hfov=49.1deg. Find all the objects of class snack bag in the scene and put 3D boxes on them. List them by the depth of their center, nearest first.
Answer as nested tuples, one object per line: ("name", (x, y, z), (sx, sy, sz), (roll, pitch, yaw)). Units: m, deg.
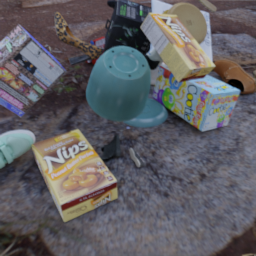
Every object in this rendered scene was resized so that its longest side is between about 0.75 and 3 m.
("snack bag", (1.997, -3.543, 10.467), (2.634, 0.282, 2.483), (8, 74, -21))

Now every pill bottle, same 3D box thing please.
("pill bottle", (1.145, -3.237, 14.353), (1.302, 1.302, 2.238), (-4, 36, -5))

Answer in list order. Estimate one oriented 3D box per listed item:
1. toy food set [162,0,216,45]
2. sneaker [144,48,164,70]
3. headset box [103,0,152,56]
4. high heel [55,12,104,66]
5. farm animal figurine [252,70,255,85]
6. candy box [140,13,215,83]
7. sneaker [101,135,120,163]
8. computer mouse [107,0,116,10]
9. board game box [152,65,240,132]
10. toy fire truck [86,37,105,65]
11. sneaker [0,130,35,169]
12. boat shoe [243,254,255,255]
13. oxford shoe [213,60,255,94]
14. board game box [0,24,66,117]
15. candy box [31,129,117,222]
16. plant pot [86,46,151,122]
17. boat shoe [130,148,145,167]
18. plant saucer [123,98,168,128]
("toy food set", (2.024, -3.708, 10.114), (1.804, 0.524, 2.613), (32, 75, -12))
("sneaker", (0.963, -2.225, 8.366), (0.594, 1.638, 0.589), (-33, 90, -24))
("headset box", (0.241, -3.858, 11.510), (2.408, 2.097, 1.117), (10, 57, -14))
("high heel", (-1.961, -3.730, 11.245), (1.560, 2.188, 0.781), (-13, 24, 18))
("farm animal figurine", (4.172, -1.499, 8.590), (0.970, 0.981, 0.511), (24, 39, -20))
("candy box", (1.181, -1.955, 6.739), (1.022, 0.490, 1.770), (-15, 66, -40))
("sneaker", (-0.624, 0.679, 9.701), (0.675, 0.389, 1.294), (0, 39, -8))
("computer mouse", (-0.612, -5.297, 12.312), (0.445, 0.258, 1.518), (-2, 10, 9))
("board game box", (2.599, -1.333, 11.309), (1.569, 1.541, 2.992), (-11, 35, -33))
("toy fire truck", (-1.838, -4.346, 15.842), (0.881, 1.320, 1.572), (28, 44, 33))
("sneaker", (-4.022, 1.085, 8.534), (2.621, 0.965, 1.546), (-25, 36, -10))
("boat shoe", (2.978, 3.080, 6.475), (0.863, 0.287, 0.319), (-4, 36, -6))
("oxford shoe", (4.988, -2.546, 13.657), (1.011, 1.012, 2.837), (-18, 41, -20))
("board game box", (-3.451, -1.756, 8.899), (2.191, 1.747, 1.061), (-44, 53, 1))
("candy box", (-1.702, 1.275, 8.520), (1.651, 0.791, 2.860), (-19, 40, -24))
("plant pot", (-0.211, -1.457, 8.498), (2.011, 1.614, 2.011), (6, 59, -10))
("boat shoe", (0.299, 0.999, 9.393), (0.240, 0.282, 0.842), (-3, 39, -26))
("plant saucer", (0.613, -0.729, 11.747), (2.122, 0.291, 2.122), (0, 35, 0))
